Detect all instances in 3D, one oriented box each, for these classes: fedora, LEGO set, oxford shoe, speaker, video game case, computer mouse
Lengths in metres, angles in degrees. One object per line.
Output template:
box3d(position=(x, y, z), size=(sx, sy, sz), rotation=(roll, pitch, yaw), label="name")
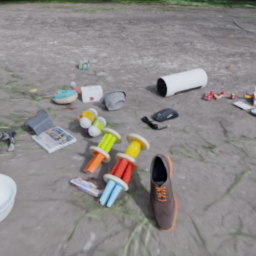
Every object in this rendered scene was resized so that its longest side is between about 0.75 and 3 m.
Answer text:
box3d(position=(-0.612, -1.150, 12.447), size=(1.217, 1.076, 0.549), rotation=(-24, 62, 9), label="fedora")
box3d(position=(5.919, -1.227, 12.936), size=(1.711, 0.562, 2.290), rotation=(-14, 34, -27), label="LEGO set")
box3d(position=(0.823, 1.660, 7.231), size=(0.707, 1.986, 0.720), rotation=(-9, -14, 16), label="oxford shoe")
box3d(position=(2.695, -2.283, 14.131), size=(2.514, 1.021, 1.021), rotation=(-16, 36, -24), label="speaker")
box3d(position=(-2.815, 0.423, 10.626), size=(1.163, 0.147, 1.276), rotation=(-25, 39, -37), label="video game case")
box3d(position=(1.535, -0.427, 11.766), size=(1.702, 0.392, 1.195), rotation=(-14, 34, -21), label="computer mouse")

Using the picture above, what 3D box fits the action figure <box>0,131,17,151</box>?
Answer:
box3d(position=(-4.457, 0.501, 9.843), size=(0.854, 0.733, 1.437), rotation=(-9, 6, 25), label="action figure")

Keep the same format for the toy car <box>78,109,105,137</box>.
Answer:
box3d(position=(-1.454, -0.122, 10.677), size=(0.800, 1.067, 0.934), rotation=(-33, 19, 37), label="toy car")

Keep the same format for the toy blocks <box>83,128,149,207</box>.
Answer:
box3d(position=(-0.619, 1.176, 8.575), size=(1.862, 0.811, 2.234), rotation=(11, 57, 33), label="toy blocks")

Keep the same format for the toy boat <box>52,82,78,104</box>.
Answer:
box3d(position=(-2.891, -1.648, 13.283), size=(1.280, 0.708, 1.523), rotation=(-4, 23, 26), label="toy boat")

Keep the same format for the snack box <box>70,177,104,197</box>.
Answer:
box3d(position=(-1.236, 1.771, 8.462), size=(1.030, 0.125, 0.370), rotation=(17, 25, 26), label="snack box")

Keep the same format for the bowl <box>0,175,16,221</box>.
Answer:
box3d(position=(-3.793, 2.077, 7.413), size=(1.738, 0.781, 1.738), rotation=(0, 32, 0), label="bowl")

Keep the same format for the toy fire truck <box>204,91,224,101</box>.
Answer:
box3d(position=(4.218, -1.554, 13.695), size=(0.719, 0.248, 1.019), rotation=(20, 38, 26), label="toy fire truck")

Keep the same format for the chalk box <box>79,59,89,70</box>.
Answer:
box3d(position=(-2.713, -3.815, 17.059), size=(0.491, 0.495, 0.792), rotation=(5, 31, 7), label="chalk box")

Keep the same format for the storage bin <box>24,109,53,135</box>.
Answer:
box3d(position=(-3.382, -0.212, 10.713), size=(0.961, 0.699, 0.645), rotation=(-40, 45, -21), label="storage bin")

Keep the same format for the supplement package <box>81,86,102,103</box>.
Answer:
box3d(position=(-1.753, -1.627, 13.487), size=(0.960, 0.582, 0.575), rotation=(-8, 33, -12), label="supplement package")
